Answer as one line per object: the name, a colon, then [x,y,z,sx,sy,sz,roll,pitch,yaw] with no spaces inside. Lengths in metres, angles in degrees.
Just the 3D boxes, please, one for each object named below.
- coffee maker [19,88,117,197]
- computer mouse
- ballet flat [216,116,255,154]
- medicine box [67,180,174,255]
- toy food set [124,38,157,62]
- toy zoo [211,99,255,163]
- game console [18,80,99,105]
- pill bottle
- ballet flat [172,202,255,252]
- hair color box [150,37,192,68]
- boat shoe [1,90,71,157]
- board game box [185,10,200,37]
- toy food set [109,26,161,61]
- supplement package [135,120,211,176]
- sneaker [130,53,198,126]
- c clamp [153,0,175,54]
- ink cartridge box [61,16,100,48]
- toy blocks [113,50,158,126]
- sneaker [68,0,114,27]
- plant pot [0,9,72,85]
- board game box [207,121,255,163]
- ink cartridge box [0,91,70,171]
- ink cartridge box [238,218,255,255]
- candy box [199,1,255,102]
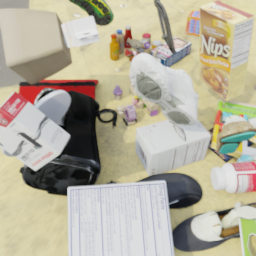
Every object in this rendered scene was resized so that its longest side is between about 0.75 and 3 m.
coffee maker: [-1.592,0.372,8.535,2.848,1.997,2.965,-5,46,-6]
computer mouse: [0.760,2.103,7.707,2.945,0.678,2.068,-4,44,-3]
ballet flat: [2.198,0.088,5.964,0.664,1.883,0.615,-2,73,3]
medicine box: [-0.187,2.405,6.497,2.290,1.179,2.086,-3,72,-4]
toy food set: [0.448,-3.537,13.227,1.895,1.204,0.298,27,14,36]
toy zoo: [3.880,0.114,9.519,1.887,0.294,2.877,13,45,13]
game console: [-2.689,-1.099,11.238,2.896,1.719,2.496,-1,76,0]
pill bottle: [3.295,1.457,8.222,1.557,0.874,0.874,-3,45,-3]
ballet flat: [2.412,2.445,7.186,2.725,0.995,0.995,-9,45,-8]
hair color box: [2.013,-3.628,13.532,1.054,0.638,2.108,34,54,29]
boat shoe: [-2.495,-0.222,7.313,2.258,0.775,0.639,-44,52,-1]
board game box: [3.803,-5.762,15.435,0.988,0.988,0.989,17,47,17]
toy food set: [0.309,-4.307,13.796,2.718,1.223,1.298,-12,46,-12]
supplement package: [1.376,0.525,8.943,2.016,1.183,1.179,-16,47,-16]
sneaker: [1.002,-1.147,7.233,0.987,2.533,1.258,-4,55,43]
c clamp: [1.154,-3.427,9.086,0.263,1.938,1.656,-22,39,2]
ink cartridge box: [-1.037,-2.102,6.155,0.546,0.532,0.850,-24,22,-22]
toy blocks: [0.512,-1.627,10.628,2.224,1.872,2.078,-20,48,-19]
sneaker: [-1.411,-4.426,9.704,2.269,0.885,0.967,49,21,-7]
plant pot: [-2.648,-2.522,8.462,1.545,1.745,1.743,-13,81,2]
board game box: [3.582,0.324,9.755,1.839,0.318,1.246,-27,50,-25]
ink cartridge box: [-1.896,0.111,5.204,1.298,0.937,0.544,41,39,-21]
ink cartridge box: [3.660,3.090,6.648,2.040,0.773,1.508,6,45,8]
candy box: [3.112,-2.473,9.227,0.781,2.825,1.631,-26,45,-11]
